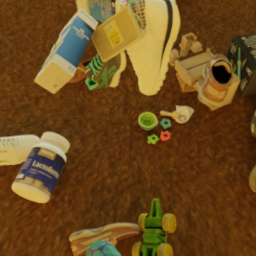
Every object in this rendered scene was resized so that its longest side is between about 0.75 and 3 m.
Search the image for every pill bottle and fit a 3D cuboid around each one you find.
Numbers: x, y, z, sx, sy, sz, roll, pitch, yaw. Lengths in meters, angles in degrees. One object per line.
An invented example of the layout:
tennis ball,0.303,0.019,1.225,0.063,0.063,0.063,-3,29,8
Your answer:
pill bottle,-2.513,1.144,8.322,1.096,1.096,1.895,13,58,8

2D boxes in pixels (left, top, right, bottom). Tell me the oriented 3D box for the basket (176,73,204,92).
basket,2.537,-2.001,10.479,1.264,0.902,0.941,-7,58,-5

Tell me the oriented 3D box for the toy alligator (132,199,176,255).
toy alligator,0.642,3.293,7.133,0.974,0.706,2.937,-10,49,34

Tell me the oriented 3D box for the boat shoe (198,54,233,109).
boat shoe,2.817,-1.635,8.540,0.965,0.915,2.547,21,46,2

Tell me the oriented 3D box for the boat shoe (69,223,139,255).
boat shoe,-0.597,2.988,7.422,1.881,0.712,0.675,-13,61,2

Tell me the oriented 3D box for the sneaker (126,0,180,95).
sneaker,0.437,-1.947,7.143,1.120,2.782,1.063,-6,51,-11

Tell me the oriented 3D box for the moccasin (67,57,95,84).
moccasin,-1.752,-2.259,10.798,1.670,0.644,0.611,-27,61,-17

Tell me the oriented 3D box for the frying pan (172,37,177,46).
frying pan,0.946,-3.519,11.765,2.557,0.416,1.547,-39,64,-20

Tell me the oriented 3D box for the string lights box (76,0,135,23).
string lights box,-1.046,-5.481,12.412,2.789,1.433,0.822,31,62,18

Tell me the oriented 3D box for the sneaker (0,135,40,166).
sneaker,-3.926,0.651,8.770,2.246,0.904,0.858,-16,57,-12

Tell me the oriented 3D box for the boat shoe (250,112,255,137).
boat shoe,4.658,-0.566,9.581,0.856,0.806,2.384,44,46,-10

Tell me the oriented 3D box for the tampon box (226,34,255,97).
tampon box,4.615,-2.347,10.408,1.166,1.384,1.847,-10,58,-6

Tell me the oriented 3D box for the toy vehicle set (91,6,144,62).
toy vehicle set,-0.281,-2.046,6.196,0.155,1.169,0.726,-29,96,-54

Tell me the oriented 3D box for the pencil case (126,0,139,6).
pencil case,0.206,-4.829,8.439,1.026,2.321,1.026,-10,17,3

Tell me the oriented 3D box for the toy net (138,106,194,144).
toy net,1.437,-0.251,9.639,2.115,0.408,1.110,-22,60,-14

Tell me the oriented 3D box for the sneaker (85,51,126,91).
sneaker,-0.676,-1.604,7.429,0.957,2.099,0.814,-24,71,-20

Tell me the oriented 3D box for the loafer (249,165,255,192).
loafer,4.796,0.857,8.342,2.983,1.134,1.006,-50,40,-13

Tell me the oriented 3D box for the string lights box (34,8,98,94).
string lights box,-1.280,-1.630,5.925,0.499,0.870,1.692,33,53,-26

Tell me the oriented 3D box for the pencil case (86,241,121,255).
pencil case,-0.245,2.527,4.798,0.577,0.627,1.357,-15,18,-24

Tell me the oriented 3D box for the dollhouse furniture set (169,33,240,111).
dollhouse furniture set,2.488,-2.027,10.315,1.461,1.248,2.819,-22,59,-14
